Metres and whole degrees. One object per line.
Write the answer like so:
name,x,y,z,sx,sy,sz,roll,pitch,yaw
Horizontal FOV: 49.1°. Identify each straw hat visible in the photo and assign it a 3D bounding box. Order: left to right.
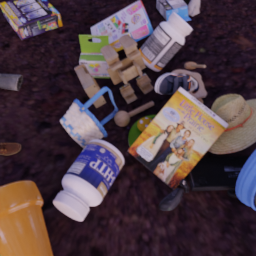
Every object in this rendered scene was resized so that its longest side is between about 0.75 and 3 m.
straw hat,2.833,-0.403,7.817,2.241,0.948,2.241,-32,25,17

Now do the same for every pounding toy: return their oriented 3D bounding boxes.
pounding toy,0.720,-0.103,8.291,1.704,1.025,2.208,-27,57,-20
pounding toy,1.985,-1.611,9.449,1.076,1.079,1.881,-1,51,-6

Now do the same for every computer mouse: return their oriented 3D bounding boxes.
computer mouse,1.201,1.773,7.067,0.980,0.678,0.258,-40,50,-9

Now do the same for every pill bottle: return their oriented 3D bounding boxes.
pill bottle,-0.998,1.318,7.102,1.122,1.122,1.875,22,56,16
pill bottle,1.298,-3.030,9.966,1.105,1.898,1.105,33,27,-20

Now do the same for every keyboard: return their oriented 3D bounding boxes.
keyboard,2.919,1.371,7.450,2.569,0.330,1.543,-3,37,1

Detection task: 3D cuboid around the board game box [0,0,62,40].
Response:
board game box,-4.316,-5.007,12.424,1.921,0.659,2.324,-28,57,-18

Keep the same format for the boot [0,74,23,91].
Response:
boot,-4.489,-1.860,10.027,1.374,0.499,1.250,-3,65,6

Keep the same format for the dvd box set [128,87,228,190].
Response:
dvd box set,1.304,0.280,7.466,1.635,0.329,2.235,40,93,7

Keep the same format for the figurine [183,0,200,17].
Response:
figurine,2.856,-6.114,12.787,0.640,1.451,1.487,-18,54,-14

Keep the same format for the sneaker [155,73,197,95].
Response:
sneaker,1.510,-1.323,8.491,1.603,0.629,0.636,-19,35,-42

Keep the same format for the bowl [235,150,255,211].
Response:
bowl,3.632,0.977,6.518,2.435,2.435,0.478,-21,40,-16

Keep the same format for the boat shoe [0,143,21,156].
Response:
boat shoe,-3.633,0.607,8.118,0.979,0.331,0.352,-6,73,-4

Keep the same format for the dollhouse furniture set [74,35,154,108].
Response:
dollhouse furniture set,-0.508,-1.814,9.180,2.095,1.836,1.391,-30,44,-1

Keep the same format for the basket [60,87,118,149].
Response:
basket,-1.051,-0.319,8.157,1.659,1.463,1.154,-37,64,-10

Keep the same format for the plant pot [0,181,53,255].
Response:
plant pot,-2.509,2.360,5.981,1.865,1.865,1.708,-28,72,-20

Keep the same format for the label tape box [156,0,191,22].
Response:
label tape box,2.087,-5.407,12.795,1.087,0.502,1.517,-18,55,-11

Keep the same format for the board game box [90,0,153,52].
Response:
board game box,-0.308,-3.831,10.966,2.334,0.471,1.786,-23,50,15

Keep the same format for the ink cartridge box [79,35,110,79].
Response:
ink cartridge box,-1.188,-2.496,9.908,1.080,1.462,0.554,2,52,1
